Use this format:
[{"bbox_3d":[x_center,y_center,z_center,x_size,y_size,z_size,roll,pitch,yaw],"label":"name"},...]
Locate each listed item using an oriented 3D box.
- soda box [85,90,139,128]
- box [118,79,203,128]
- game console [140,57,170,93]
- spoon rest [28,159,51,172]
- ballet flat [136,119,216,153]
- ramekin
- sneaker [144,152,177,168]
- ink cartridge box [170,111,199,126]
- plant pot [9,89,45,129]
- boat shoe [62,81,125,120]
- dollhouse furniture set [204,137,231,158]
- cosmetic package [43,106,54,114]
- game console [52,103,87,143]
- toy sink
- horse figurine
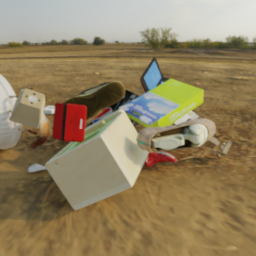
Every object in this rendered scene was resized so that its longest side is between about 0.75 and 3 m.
[{"bbox_3d":[-0.595,-0.084,9.943,2.695,0.954,0.853,-44,39,-11],"label":"soda box"},{"bbox_3d":[1.116,-0.741,9.254,2.503,0.597,1.526,-32,41,-28],"label":"box"},{"bbox_3d":[1.285,-1.681,10.417,1.386,0.955,1.609,20,50,12],"label":"game console"},{"bbox_3d":[-2.848,1.266,9.115,0.831,0.252,0.413,-20,18,-6],"label":"spoon rest"},{"bbox_3d":[1.411,0.278,7.315,2.380,0.810,0.800,-11,14,-15],"label":"ballet flat"},{"bbox_3d":[-5.254,-0.507,10.000,2.968,2.968,1.382,14,23,34],"label":"ramekin"},{"bbox_3d":[0.998,1.109,9.324,1.141,0.447,0.659,15,65,32],"label":"sneaker"},{"bbox_3d":[1.727,-0.390,11.359,1.672,0.799,1.905,37,34,18],"label":"ink cartridge box"},{"bbox_3d":[-2.612,-0.572,7.453,0.782,0.693,0.783,18,46,-21],"label":"plant pot"},{"bbox_3d":[-1.208,-0.851,9.279,2.421,0.886,0.785,-20,15,8],"label":"boat shoe"},{"bbox_3d":[2.973,0.496,9.738,1.025,0.874,0.501,32,71,7],"label":"dollhouse furniture set"},{"bbox_3d":[-4.332,-0.997,15.537,0.643,0.220,0.853,1,20,12],"label":"cosmetic package"},{"bbox_3d":[-1.422,-0.132,6.751,0.763,0.886,0.526,5,3,-12],"label":"game console"},{"bbox_3d":[-0.663,0.653,7.925,1.832,1.574,2.810,-27,10,23],"label":"toy sink"},{"bbox_3d":[-3.159,-0.298,9.235,1.474,2.224,0.555,-1,28,28],"label":"horse figurine"}]
